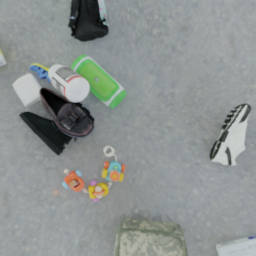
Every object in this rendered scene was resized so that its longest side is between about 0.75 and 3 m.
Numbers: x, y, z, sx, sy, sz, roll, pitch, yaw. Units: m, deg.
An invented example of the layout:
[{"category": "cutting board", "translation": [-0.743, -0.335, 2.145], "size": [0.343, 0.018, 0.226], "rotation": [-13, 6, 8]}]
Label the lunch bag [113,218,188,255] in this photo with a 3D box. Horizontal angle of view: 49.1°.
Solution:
[{"category": "lunch bag", "translation": [0.742, 4.332, 9.327], "size": [2.618, 2.196, 1.824], "rotation": [6, 101, 5]}]

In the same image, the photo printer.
[{"category": "photo printer", "translation": [-3.883, -1.495, 10.906], "size": [0.925, 0.386, 1.112], "rotation": [-33, 85, -5]}]

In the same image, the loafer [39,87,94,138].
[{"category": "loafer", "translation": [-2.296, -0.572, 9.781], "size": [0.977, 0.856, 2.718], "rotation": [-44, 54, -17]}]

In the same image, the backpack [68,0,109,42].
[{"category": "backpack", "translation": [-1.473, -4.295, 10.679], "size": [1.500, 1.138, 1.798], "rotation": [-9, 82, 14]}]

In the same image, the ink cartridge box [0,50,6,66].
[{"category": "ink cartridge box", "translation": [-6.071, -2.954, 10.768], "size": [2.083, 0.495, 2.108], "rotation": [-25, 68, -10]}]

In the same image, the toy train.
[{"category": "toy train", "translation": [-1.197, 1.810, 10.342], "size": [2.294, 0.638, 1.723], "rotation": [-37, 103, -4]}]

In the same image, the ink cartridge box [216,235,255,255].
[{"category": "ink cartridge box", "translation": [4.546, 5.174, 10.350], "size": [2.103, 0.428, 2.108], "rotation": [-13, 84, 1]}]

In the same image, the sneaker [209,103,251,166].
[{"category": "sneaker", "translation": [4.021, 0.279, 10.556], "size": [0.995, 0.917, 2.488], "rotation": [24, 98, -3]}]

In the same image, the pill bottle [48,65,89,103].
[{"category": "pill bottle", "translation": [-2.198, -1.665, 10.066], "size": [0.919, 0.919, 1.660], "rotation": [-49, 53, -3]}]

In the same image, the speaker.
[{"category": "speaker", "translation": [-1.127, -1.758, 10.663], "size": [2.194, 0.970, 0.970], "rotation": [43, 87, 3]}]

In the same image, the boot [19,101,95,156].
[{"category": "boot", "translation": [-2.628, -0.320, 10.576], "size": [2.422, 0.896, 1.984], "rotation": [40, 77, 17]}]

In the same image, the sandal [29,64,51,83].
[{"category": "sandal", "translation": [-3.335, -2.128, 10.912], "size": [1.137, 0.452, 0.495], "rotation": [22, 79, 4]}]
